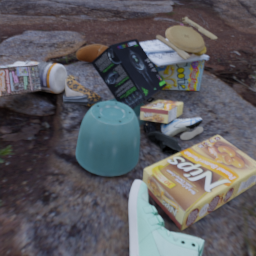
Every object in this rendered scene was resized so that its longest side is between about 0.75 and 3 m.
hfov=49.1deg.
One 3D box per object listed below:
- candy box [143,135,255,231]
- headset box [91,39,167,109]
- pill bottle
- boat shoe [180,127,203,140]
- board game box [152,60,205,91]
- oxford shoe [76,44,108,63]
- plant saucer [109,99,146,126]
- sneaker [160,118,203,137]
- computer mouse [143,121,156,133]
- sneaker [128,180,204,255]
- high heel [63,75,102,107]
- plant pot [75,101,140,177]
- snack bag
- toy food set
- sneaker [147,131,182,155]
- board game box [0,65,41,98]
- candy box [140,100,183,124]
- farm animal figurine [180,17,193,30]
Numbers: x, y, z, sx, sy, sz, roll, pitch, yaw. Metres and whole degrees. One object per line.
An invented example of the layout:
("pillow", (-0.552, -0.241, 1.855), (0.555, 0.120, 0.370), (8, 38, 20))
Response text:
("candy box", (2.016, 1.345, 7.677), (2.860, 0.791, 1.651), (-20, 42, -27))
("headset box", (0.156, -1.944, 10.618), (1.117, 2.408, 2.097), (-31, 3, 36))
("pill bottle", (-3.983, -2.306, 12.509), (2.238, 1.302, 1.302), (11, 36, 16))
("boat shoe", (2.212, 0.196, 9.742), (0.842, 0.282, 0.240), (-25, 0, 7))
("board game box", (1.785, -2.746, 12.872), (2.992, 1.541, 1.569), (2, 34, 2))
("oxford shoe", (-1.396, -3.831, 14.998), (2.837, 1.012, 1.011), (-1, 39, -4))
("plant saucer", (-0.197, -0.683, 11.072), (2.122, 0.291, 2.122), (0, 34, 0))
("sneaker", (1.911, -0.124, 9.947), (1.638, 0.589, 0.594), (-15, 62, -19))
("computer mouse", (0.758, -0.042, 9.502), (0.258, 0.445, 1.518), (4, 2, 14))
("sneaker", (0.797, 2.289, 6.178), (1.546, 0.965, 2.621), (-5, 45, 2))
("high heel", (-1.922, -1.637, 12.025), (1.560, 0.781, 2.188), (1, 39, -8))
("plant pot", (-0.545, 0.172, 8.460), (2.011, 1.614, 2.011), (6, 35, -4))
("snack bag", (1.757, -3.327, 12.107), (2.483, 0.282, 2.634), (-11, 37, -18))
("toy food set", (2.324, -3.491, 11.422), (1.804, 0.524, 2.613), (41, 52, 16))
("sneaker", (1.173, 0.526, 9.232), (1.294, 0.389, 0.675), (16, 33, 17))
("board game box", (-4.854, -1.851, 10.863), (1.747, 1.061, 2.191), (10, 20, 38))
("candy box", (1.249, -0.622, 10.149), (1.022, 0.490, 1.770), (8, 18, 25))
("farm animal figurine", (2.714, -4.491, 12.758), (0.511, 0.981, 0.970), (-6, 30, -5))
